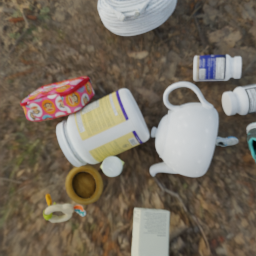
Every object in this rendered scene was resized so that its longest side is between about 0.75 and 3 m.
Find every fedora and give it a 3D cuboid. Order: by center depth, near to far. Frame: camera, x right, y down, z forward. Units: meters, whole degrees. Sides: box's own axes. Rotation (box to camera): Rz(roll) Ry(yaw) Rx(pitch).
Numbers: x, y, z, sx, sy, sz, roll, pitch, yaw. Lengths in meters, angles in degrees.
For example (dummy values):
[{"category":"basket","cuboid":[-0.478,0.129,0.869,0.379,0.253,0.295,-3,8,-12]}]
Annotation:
[{"category":"fedora","cuboid":[-1.346,1.778,8.725,1.216,0.496,1.216,0,76,-1]}]

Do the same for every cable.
[{"category":"cable","cuboid":[0.327,-4.224,9.398,2.716,0.940,2.716,-37,47,-12]}]

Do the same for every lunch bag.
[{"category":"lunch bag","cuboid":[-2.099,-0.963,8.739,2.027,1.785,0.830,-9,114,22]}]

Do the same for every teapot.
[{"category":"teapot","cuboid":[1.540,0.225,8.230,1.715,2.317,2.348,13,71,6]}]

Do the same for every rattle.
[{"category":"rattle","cuboid":[-1.736,2.129,7.803,1.164,0.832,0.758,-26,114,12]}]

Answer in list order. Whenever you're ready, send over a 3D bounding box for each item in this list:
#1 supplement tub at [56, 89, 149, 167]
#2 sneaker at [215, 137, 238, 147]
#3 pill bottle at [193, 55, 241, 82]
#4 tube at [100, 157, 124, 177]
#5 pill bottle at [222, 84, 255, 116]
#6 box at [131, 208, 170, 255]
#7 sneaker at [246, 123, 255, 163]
[{"category":"supplement tub","cuboid":[-0.737,0.044,8.408,2.368,1.721,1.721,-24,77,7]},{"category":"sneaker","cuboid":[3.185,0.492,9.089,0.798,0.346,0.299,-2,119,4]},{"category":"pill bottle","cuboid":[2.887,-1.946,9.137,1.454,0.841,0.841,2,76,15]},{"category":"tube","cuboid":[-0.477,1.084,8.094,0.599,2.063,0.536,30,83,1]},{"category":"pill bottle","cuboid":[3.995,-0.934,9.155,1.614,0.935,0.935,-11,77,-1]},{"category":"box","cuboid":[0.617,3.539,8.059,0.956,0.796,2.327,8,77,-12]},{"category":"sneaker","cuboid":[4.059,0.849,8.510,1.932,0.750,0.881,60,39,-10]}]
